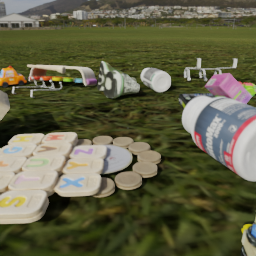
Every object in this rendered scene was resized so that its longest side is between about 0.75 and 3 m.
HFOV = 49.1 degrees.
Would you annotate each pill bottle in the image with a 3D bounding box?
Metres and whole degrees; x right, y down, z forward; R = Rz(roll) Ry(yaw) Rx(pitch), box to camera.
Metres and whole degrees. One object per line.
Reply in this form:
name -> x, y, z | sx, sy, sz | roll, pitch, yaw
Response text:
pill bottle -> 1.069, -1.975, 11.276 | 0.810, 0.810, 1.432 | -7, 23, -17
pill bottle -> 1.976, 0.058, 5.548 | 1.208, 1.208, 2.020 | -8, 22, -19

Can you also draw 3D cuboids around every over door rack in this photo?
over door rack -> 3.540, -2.494, 12.418 | 1.669, 0.752, 2.259 | -1, 0, -3
over door rack -> -3.494, -1.638, 10.838 | 1.142, 0.515, 1.545 | 12, 25, 30

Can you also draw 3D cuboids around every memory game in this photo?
memory game -> -0.524, 0.649, 5.435 | 2.300, 0.147, 2.300 | -2, 22, 1

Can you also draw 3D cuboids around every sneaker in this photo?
sneaker -> -0.397, -1.783, 10.800 | 1.298, 1.127, 2.930 | 6, 24, -21

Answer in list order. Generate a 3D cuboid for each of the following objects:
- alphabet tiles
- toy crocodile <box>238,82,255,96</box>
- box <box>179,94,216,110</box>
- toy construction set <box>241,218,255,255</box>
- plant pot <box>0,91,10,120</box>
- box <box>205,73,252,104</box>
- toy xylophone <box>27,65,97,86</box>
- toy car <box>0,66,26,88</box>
alphabet tiles -> -1.815, 0.681, 4.945 | 2.778, 0.207, 2.840 | -2, 21, 2
toy crocodile -> 4.121, -1.479, 10.382 | 1.745, 0.539, 0.589 | 4, 22, 8
box -> 2.485, -0.714, 8.656 | 1.592, 0.378, 1.537 | 0, 19, 0
toy construction set -> 1.883, 1.369, 2.876 | 1.198, 0.841, 1.826 | 1, 10, 2
plant pot -> -3.493, -0.413, 6.029 | 1.160, 1.310, 1.309 | 37, 1, -32
box -> 2.630, -0.976, 7.416 | 0.893, 0.432, 0.785 | 39, -1, -14
toy xylophone -> -2.893, -2.219, 11.694 | 2.911, 0.731, 2.131 | 9, 13, 25
toy car -> -4.792, -1.935, 11.170 | 1.209, 0.820, 2.464 | -5, 21, -13
